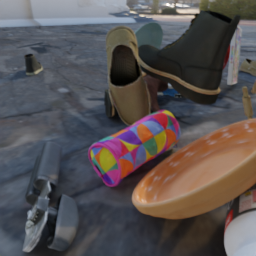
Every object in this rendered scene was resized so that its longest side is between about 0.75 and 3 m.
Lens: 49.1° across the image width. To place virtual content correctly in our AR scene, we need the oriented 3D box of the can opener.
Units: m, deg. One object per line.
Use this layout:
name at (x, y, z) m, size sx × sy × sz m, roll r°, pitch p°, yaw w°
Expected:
can opener at (-1.298, 1.107, 4.845) m, size 0.812 × 0.647 × 2.427 m, roll 28°, pitch 18°, yaw -19°

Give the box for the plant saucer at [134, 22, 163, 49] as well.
plant saucer at (0.413, -2.383, 7.963) m, size 1.367 × 1.367 × 0.263 m, roll -21°, pitch 51°, yaw -37°

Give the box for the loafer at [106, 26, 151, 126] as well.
loafer at (-0.051, -1.032, 6.710) m, size 0.992 × 2.608 × 0.879 m, roll -10°, pitch 29°, yaw 12°

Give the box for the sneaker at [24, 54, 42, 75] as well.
sneaker at (-4.420, -3.087, 13.111) m, size 0.616 × 0.875 × 1.647 m, roll -3°, pitch 26°, yaw -7°

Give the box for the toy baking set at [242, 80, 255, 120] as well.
toy baking set at (3.139, -0.344, 6.303) m, size 0.178 × 1.533 × 1.177 m, roll -32°, pitch 29°, yaw -26°

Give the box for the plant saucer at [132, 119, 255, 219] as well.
plant saucer at (1.204, 0.660, 4.450) m, size 2.467 × 0.462 × 2.467 m, roll -32°, pitch 4°, yaw 2°

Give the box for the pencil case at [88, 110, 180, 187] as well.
pencil case at (0.214, 0.357, 5.865) m, size 0.987 × 0.987 × 2.233 m, roll 20°, pitch 30°, yaw 36°

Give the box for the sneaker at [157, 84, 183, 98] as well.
sneaker at (1.481, -1.448, 10.192) m, size 1.469 × 0.551 × 0.637 m, roll 19°, pitch 24°, yaw 18°

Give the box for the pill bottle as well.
pill bottle at (1.835, 1.288, 3.642) m, size 1.088 × 1.088 × 1.878 m, roll 10°, pitch 27°, yaw 19°

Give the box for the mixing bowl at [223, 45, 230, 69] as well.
mixing bowl at (3.074, -2.675, 10.896) m, size 1.949 × 1.949 × 1.056 m, roll 2°, pitch 41°, yaw 3°

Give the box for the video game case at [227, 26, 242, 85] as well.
video game case at (4.040, -2.716, 10.602) m, size 0.187 × 2.077 × 1.487 m, roll 7°, pitch 14°, yaw 27°

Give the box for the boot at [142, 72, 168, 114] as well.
boot at (0.654, -0.982, 8.724) m, size 2.263 × 0.819 × 1.882 m, roll 8°, pitch 47°, yaw -37°

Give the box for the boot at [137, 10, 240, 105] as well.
boot at (1.240, -1.943, 6.423) m, size 1.029 × 1.838 × 2.657 m, roll -17°, pitch 42°, yaw -38°

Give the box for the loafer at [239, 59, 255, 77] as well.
loafer at (5.783, -2.717, 12.649) m, size 0.679 × 0.602 × 1.785 m, roll -13°, pitch 28°, yaw -25°

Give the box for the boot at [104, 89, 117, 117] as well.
boot at (-0.115, -0.821, 8.688) m, size 1.194 × 0.669 × 1.726 m, roll 2°, pitch 26°, yaw -8°
